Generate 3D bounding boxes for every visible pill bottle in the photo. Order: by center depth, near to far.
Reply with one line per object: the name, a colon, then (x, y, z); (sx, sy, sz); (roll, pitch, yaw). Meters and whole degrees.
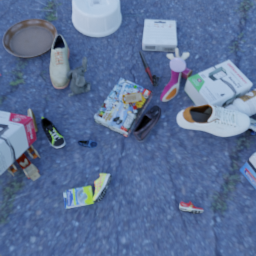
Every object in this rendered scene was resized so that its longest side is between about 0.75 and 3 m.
pill bottle: (4.952, -0.907, 11.834); (1.585, 0.907, 0.907); (-27, 64, -2)

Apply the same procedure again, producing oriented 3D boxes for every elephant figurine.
elephant figurine: (-2.212, -2.231, 12.279); (0.991, 1.401, 1.087); (-1, 51, 7)

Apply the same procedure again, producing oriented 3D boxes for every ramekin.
ramekin: (-1.632, -6.128, 14.454); (2.636, 1.285, 2.636); (1, 65, -3)

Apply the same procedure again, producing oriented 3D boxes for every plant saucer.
plant saucer: (-4.898, -4.457, 14.148); (2.690, 0.431, 2.690); (0, 61, -1)

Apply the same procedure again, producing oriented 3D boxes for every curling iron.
curling iron: (0.979, -2.791, 13.102); (0.274, 0.531, 2.141); (6, 51, -44)

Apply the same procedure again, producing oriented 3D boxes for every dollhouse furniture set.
dollhouse furniture set: (-3.959, 1.444, 10.858); (1.239, 0.638, 1.226); (-37, 56, -19)

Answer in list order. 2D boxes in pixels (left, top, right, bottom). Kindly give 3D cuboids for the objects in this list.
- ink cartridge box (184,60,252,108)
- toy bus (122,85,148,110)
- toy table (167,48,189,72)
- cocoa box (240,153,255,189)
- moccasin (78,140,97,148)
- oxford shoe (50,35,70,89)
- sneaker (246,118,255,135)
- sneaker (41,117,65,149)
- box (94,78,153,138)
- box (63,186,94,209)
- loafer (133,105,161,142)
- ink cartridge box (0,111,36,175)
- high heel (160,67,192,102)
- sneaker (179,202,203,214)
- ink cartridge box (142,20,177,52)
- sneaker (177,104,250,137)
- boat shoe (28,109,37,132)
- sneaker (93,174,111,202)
ink cartridge box: (3.931, -1.787, 12.338); (2.292, 0.964, 1.673); (-26, 64, -14)
toy bus: (0.202, -1.268, 11.762); (0.941, 0.486, 0.888); (36, 79, -20)
toy table: (2.156, -2.946, 12.191); (0.959, 1.043, 0.611); (3, 74, 5)
cocoa box: (5.631, 1.336, 10.307); (2.245, 1.473, 1.497); (-28, 65, -15)
moccasin: (-1.653, 0.656, 11.376); (0.806, 0.275, 0.324); (1, 61, 0)
oxford shoe: (-3.251, -3.096, 13.028); (0.996, 1.038, 2.813); (-8, 61, -5)
sneaker: (5.337, 0.010, 11.618); (1.536, 0.592, 0.654); (4, 71, 4)
sneaker: (-3.148, 0.187, 11.407); (0.567, 0.655, 1.582); (-36, 66, -16)
box: (-0.170, -0.924, 12.136); (1.634, 0.476, 2.387); (25, 64, 13)
box: (-1.849, 2.559, 10.332); (1.064, 0.254, 0.649); (-10, 60, -6)
loafer: (0.810, -0.282, 11.611); (0.667, 0.584, 1.855); (8, 57, 42)
ink cartridge box: (-4.954, 0.537, 10.123); (1.952, 1.120, 2.687); (11, 33, 12)
high heel: (1.883, -2.126, 12.698); (1.092, 0.767, 2.277); (31, 69, 26)
sneaker: (2.293, 2.852, 10.110); (0.868, 0.334, 0.369); (11, 52, 4)
ink cartridge box: (1.602, -4.749, 14.363); (1.688, 0.522, 2.082); (3, 51, 2)
sneaker: (3.432, -0.307, 10.636); (2.929, 1.240, 1.066); (2, 75, -8)
boat shoe: (-4.150, -0.300, 11.814); (0.412, 0.439, 1.191); (-21, 56, -3)
sneaker: (-1.073, 2.214, 10.459); (0.531, 0.459, 1.175); (15, 57, 19)
